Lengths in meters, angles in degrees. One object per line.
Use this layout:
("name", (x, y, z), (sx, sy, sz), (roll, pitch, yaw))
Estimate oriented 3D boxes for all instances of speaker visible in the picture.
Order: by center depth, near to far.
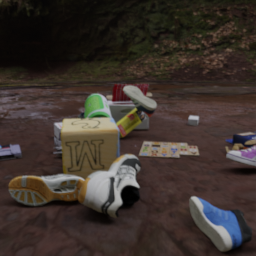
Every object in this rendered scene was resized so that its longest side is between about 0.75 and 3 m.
("speaker", (-1.213, -0.587, 11.103), (1.032, 1.032, 2.333), (-2, 25, -9))

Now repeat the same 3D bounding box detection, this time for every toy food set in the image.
("toy food set", (4.173, 0.761, 9.850), (1.342, 0.211, 0.853), (-13, 21, 15))

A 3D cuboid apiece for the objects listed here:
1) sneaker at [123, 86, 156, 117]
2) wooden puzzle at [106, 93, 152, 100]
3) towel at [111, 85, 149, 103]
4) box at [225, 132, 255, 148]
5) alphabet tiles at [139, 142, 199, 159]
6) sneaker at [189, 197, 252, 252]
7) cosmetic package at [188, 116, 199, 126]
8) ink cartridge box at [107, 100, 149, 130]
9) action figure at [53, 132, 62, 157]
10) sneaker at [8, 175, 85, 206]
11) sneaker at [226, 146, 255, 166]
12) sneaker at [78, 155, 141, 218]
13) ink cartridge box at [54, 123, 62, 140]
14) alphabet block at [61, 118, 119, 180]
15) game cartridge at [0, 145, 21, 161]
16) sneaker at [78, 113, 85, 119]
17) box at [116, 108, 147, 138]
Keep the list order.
("sneaker", (0.427, -1.110, 12.077), (0.678, 0.764, 1.807), (-28, 56, -29))
("wooden puzzle", (0.090, -1.866, 15.436), (2.044, 0.511, 2.207), (1, 11, 18))
("towel", (0.064, -1.630, 13.485), (1.704, 1.232, 0.192), (-2, 58, -11))
("box", (5.323, 0.573, 10.641), (1.753, 0.469, 2.895), (-6, 13, -22))
("alphabet tiles", (1.529, 0.815, 10.413), (2.088, 0.079, 1.745), (2, 13, 9))
("sneaker", (1.791, 1.755, 5.429), (0.759, 0.524, 1.364), (-10, 19, -14))
("cosmetic package", (3.449, -0.373, 14.785), (0.497, 0.358, 0.881), (5, 13, 14))
("ink cartridge box", (-0.056, -0.799, 14.646), (2.140, 1.228, 2.947), (0, 13, 1))
("action figure", (-1.757, 0.398, 10.319), (1.741, 0.928, 2.676), (0, 13, 8))
("sneaker", (-1.888, 1.470, 6.763), (1.809, 0.684, 0.793), (3, -1, -5))
("sneaker", (3.909, 0.652, 8.446), (1.846, 1.052, 0.669), (8, -1, -5))
("sneaker", (-0.128, 1.410, 6.702), (1.068, 0.921, 2.436), (25, 23, 19))
("ink cartridge box", (-2.515, 0.094, 12.286), (1.289, 0.545, 0.931), (-9, 19, -27))
("alphabet block", (-1.109, 0.594, 8.153), (1.539, 1.511, 1.503), (-3, 15, -11))
("game cartridge", (-4.610, 0.888, 9.706), (1.635, 0.314, 1.060), (-6, 19, -24))
("sneaker", (-2.459, -0.595, 15.339), (0.486, 0.533, 1.316), (-6, 15, -23))
("box", (0.086, -0.265, 12.303), (1.654, 0.623, 0.415), (-38, 16, -29))
